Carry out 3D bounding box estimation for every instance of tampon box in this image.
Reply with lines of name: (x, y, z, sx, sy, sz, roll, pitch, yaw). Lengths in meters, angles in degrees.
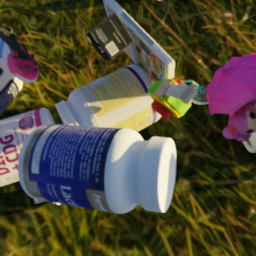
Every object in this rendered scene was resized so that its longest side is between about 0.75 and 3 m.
tampon box: (-0.387, -1.756, 5.519, 0.549, 0.869, 0.651, -39, 108, -7)

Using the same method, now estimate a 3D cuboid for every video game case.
video game case: (0.280, -1.898, 6.767, 0.207, 1.648, 2.301, -38, 72, -5)

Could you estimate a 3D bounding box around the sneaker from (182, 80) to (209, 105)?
sneaker: (1.970, -1.118, 8.434, 1.463, 0.667, 0.567, 7, 62, 3)

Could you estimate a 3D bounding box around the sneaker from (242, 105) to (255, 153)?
sneaker: (3.761, -0.601, 7.932, 1.686, 1.075, 2.917, -2, 53, 6)

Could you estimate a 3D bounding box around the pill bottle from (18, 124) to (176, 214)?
pill bottle: (-0.383, 0.526, 3.738, 1.902, 1.101, 1.101, 2, 60, 22)

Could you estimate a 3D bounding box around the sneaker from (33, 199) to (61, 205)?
sneaker: (-1.675, 1.680, 7.050, 1.454, 0.531, 0.515, -4, 70, 8)

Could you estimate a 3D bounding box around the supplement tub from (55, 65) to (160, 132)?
supplement tub: (-0.512, -0.466, 7.466, 2.390, 1.737, 1.737, -27, 65, -14)

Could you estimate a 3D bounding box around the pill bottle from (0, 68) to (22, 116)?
pill bottle: (-4.016, -1.152, 7.984, 1.487, 1.487, 2.678, 22, 63, 12)

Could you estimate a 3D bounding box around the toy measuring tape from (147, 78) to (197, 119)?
toy measuring tape: (0.966, -0.518, 5.384, 0.867, 2.358, 0.867, -2, 100, -10)

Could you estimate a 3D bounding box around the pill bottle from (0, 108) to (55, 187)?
pill bottle: (-3.142, 0.621, 6.965, 2.792, 1.583, 1.583, -18, 63, -9)

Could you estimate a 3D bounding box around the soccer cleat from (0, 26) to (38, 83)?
soccer cleat: (-2.868, -1.671, 6.953, 0.709, 0.877, 2.031, -7, 53, -49)

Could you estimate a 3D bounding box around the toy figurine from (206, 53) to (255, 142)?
toy figurine: (2.360, -0.349, 4.587, 2.174, 2.362, 1.773, 1, 27, 1)
